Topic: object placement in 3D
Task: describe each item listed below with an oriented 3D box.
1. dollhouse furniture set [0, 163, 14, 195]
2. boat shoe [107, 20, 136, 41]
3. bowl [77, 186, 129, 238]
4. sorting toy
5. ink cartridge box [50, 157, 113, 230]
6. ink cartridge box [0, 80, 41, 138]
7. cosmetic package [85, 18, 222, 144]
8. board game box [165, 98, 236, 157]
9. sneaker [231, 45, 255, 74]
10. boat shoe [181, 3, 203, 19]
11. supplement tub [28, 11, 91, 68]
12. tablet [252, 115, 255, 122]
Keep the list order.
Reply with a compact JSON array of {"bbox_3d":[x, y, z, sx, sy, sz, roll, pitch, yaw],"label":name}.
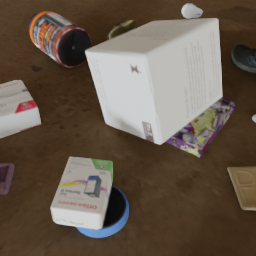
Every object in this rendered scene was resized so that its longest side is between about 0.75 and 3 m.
[{"bbox_3d":[-3.950,1.009,5.685,2.456,1.743,1.946,-4,41,-4],"label":"dollhouse furniture set"},{"bbox_3d":[-0.381,-4.345,12.693,0.697,0.758,2.122,14,42,30],"label":"boat shoe"},{"bbox_3d":[-0.592,1.722,6.018,1.226,0.241,1.226,0,41,0],"label":"bowl"},{"bbox_3d":[3.303,1.388,6.445,1.750,0.234,1.304,0,37,0],"label":"sorting toy"},{"bbox_3d":[-0.906,1.315,5.853,0.989,0.595,1.360,6,43,5],"label":"ink cartridge box"},{"bbox_3d":[-3.497,-0.624,8.358,1.225,0.703,1.687,-22,45,-23],"label":"ink cartridge box"},{"bbox_3d":[0.801,-1.437,7.676,2.787,2.297,2.300,-33,34,-30],"label":"cosmetic package"},{"bbox_3d":[1.991,-0.290,8.271,1.520,0.409,2.533,22,45,29],"label":"board game box"},{"bbox_3d":[4.884,-2.495,10.166,1.049,1.174,2.866,-13,42,-15],"label":"sneaker"},{"bbox_3d":[1.620,-3.116,7.417,0.339,0.344,0.955,46,33,20],"label":"boat shoe"},{"bbox_3d":[-2.886,-3.658,11.190,1.602,1.602,2.997,-28,47,-28],"label":"supplement tub"},{"bbox_3d":[4.700,0.133,7.931,1.335,0.140,2.052,-15,43,-16],"label":"tablet"}]
